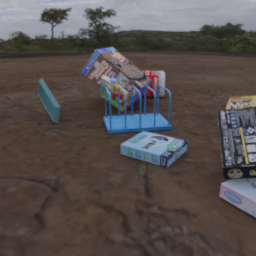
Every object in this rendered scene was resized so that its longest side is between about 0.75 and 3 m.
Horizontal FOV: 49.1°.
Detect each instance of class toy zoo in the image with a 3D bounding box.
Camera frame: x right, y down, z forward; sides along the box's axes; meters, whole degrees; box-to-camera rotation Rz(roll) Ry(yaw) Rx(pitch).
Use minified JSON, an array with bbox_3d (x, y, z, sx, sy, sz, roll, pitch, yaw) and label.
[{"bbox_3d":[-0.667,-1.610,12.758,1.361,2.075,0.212,37,70,7],"label":"toy zoo"}]

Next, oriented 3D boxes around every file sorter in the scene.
[{"bbox_3d":[0.317,-0.845,11.503,2.540,1.558,1.763,-4,19,-10],"label":"file sorter"}]

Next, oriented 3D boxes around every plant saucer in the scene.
[{"bbox_3d":[-3.562,-1.226,12.397,0.239,0.881,2.521,-7,40,-32],"label":"plant saucer"}]

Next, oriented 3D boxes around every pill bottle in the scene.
[{"bbox_3d":[0.793,-2.612,16.485,2.658,1.492,1.492,2,20,4],"label":"pill bottle"}]

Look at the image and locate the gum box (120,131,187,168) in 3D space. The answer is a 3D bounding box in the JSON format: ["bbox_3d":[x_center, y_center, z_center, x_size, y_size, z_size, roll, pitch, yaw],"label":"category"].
[{"bbox_3d":[0.841,0.644,9.087,1.688,0.376,1.434,12,24,32],"label":"gum box"}]

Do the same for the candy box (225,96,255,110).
[{"bbox_3d":[4.485,-0.601,11.298,1.048,0.502,1.815,4,41,33],"label":"candy box"}]

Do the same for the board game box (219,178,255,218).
[{"bbox_3d":[3.502,1.582,6.391,1.931,0.421,1.940,-11,23,-32],"label":"board game box"}]

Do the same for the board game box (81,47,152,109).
[{"bbox_3d":[-0.492,-2.648,14.494,2.914,1.411,2.323,40,26,2],"label":"board game box"}]

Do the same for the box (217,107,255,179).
[{"bbox_3d":[3.170,0.277,6.976,1.704,0.519,2.114,-8,39,18],"label":"box"}]
